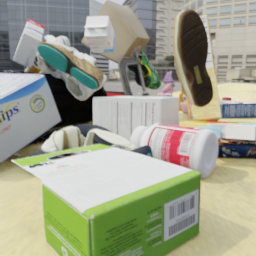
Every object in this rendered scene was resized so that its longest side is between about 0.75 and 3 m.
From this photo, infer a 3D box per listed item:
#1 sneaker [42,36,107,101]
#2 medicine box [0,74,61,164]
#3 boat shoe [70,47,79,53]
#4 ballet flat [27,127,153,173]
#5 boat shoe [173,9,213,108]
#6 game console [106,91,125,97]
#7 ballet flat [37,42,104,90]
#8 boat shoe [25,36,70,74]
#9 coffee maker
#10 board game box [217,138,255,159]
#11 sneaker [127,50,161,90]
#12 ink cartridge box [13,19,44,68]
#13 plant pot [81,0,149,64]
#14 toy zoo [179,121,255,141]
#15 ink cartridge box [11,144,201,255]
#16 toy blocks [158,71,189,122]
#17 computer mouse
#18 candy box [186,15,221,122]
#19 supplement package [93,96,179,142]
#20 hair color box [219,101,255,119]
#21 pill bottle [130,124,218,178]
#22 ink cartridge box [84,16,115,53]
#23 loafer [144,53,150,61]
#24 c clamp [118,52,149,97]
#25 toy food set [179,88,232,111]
[{"bbox_3d":[-1.636,-1.926,8.521,1.258,0.987,2.533,-31,71,-34],"label":"sneaker"},{"bbox_3d":[-3.069,-0.245,6.069,2.290,1.179,2.086,9,37,35],"label":"medicine box"},{"bbox_3d":[-2.198,-2.586,10.371,0.639,0.775,2.258,17,12,-46],"label":"boat shoe"},{"bbox_3d":[-0.757,0.452,4.907,2.725,0.995,0.995,6,13,28],"label":"ballet flat"},{"bbox_3d":[1.108,-1.279,5.348,0.651,1.817,0.692,-20,25,-16],"label":"boat shoe"},{"bbox_3d":[-1.101,-0.696,12.226,2.896,1.719,2.496,9,46,39],"label":"game console"},{"bbox_3d":[-1.448,-1.692,7.334,1.883,0.664,0.615,35,51,-6],"label":"ballet flat"},{"bbox_3d":[-2.960,-2.340,9.857,2.448,0.868,0.855,-29,-11,40],"label":"boat shoe"},{"bbox_3d":[-2.252,-0.951,9.184,2.848,1.997,2.965,8,15,34],"label":"coffee maker"},{"bbox_3d":[2.298,0.397,6.675,1.839,0.318,1.246,1,11,5],"label":"board game box"},{"bbox_3d":[0.632,-2.303,11.242,0.967,0.885,2.269,23,38,-39],"label":"sneaker"},{"bbox_3d":[-2.969,-2.544,8.418,0.544,0.937,1.298,20,31,-26],"label":"ink cartridge box"},{"bbox_3d":[-0.294,-3.266,10.172,1.545,1.743,1.745,46,28,12],"label":"plant pot"},{"bbox_3d":[2.524,0.029,6.372,2.877,0.294,1.887,-1,4,-36],"label":"toy zoo"},{"bbox_3d":[-0.361,0.819,3.503,1.508,0.773,2.040,-10,14,-38],"label":"ink cartridge box"},{"bbox_3d":[1.275,-1.061,9.978,2.224,1.872,2.078,3,12,13],"label":"toy blocks"},{"bbox_3d":[-1.621,0.264,6.453,2.945,0.678,2.068,9,13,39],"label":"computer mouse"},{"bbox_3d":[2.008,-1.487,8.031,0.781,2.825,1.631,-7,-9,8],"label":"candy box"},{"bbox_3d":[0.201,-0.243,7.428,2.016,1.183,1.179,5,9,30],"label":"supplement package"},{"bbox_3d":[4.686,-0.779,11.702,2.108,0.638,1.054,-1,12,-5],"label":"hair color box"},{"bbox_3d":[0.841,0.378,5.398,1.557,0.874,0.874,9,14,37],"label":"pill bottle"},{"bbox_3d":[-0.664,-2.227,6.640,0.546,0.532,0.850,2,-15,9],"label":"ink cartridge box"},{"bbox_3d":[0.880,-3.070,13.379,0.570,1.560,0.557,16,-39,-24],"label":"loafer"},{"bbox_3d":[0.330,-1.767,9.853,0.263,1.938,1.656,-12,-4,43],"label":"c clamp"},{"bbox_3d":[3.832,-1.392,13.228,2.718,1.223,1.298,5,12,23],"label":"toy food set"}]
